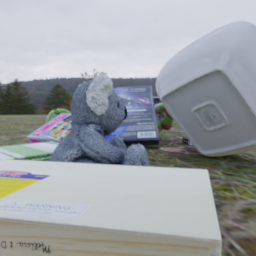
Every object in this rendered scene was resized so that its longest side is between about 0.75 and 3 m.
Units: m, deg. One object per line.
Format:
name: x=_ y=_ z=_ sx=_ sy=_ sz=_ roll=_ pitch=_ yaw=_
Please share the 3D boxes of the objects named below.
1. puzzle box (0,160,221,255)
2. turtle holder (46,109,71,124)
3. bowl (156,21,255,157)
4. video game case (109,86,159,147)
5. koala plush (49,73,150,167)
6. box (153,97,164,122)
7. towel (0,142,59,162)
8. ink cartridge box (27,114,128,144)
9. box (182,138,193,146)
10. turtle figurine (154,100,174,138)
puzzle box: x=-0.651 y=0.729 z=2.886 sx=2.945 sy=0.374 sz=1.959 roll=1 pitch=5 yaw=14
turtle holder: x=-2.579 y=-0.230 z=11.339 sx=1.439 sy=1.093 sz=1.022 roll=-5 pitch=5 yaw=-22
bowl: x=1.830 y=-0.483 z=5.648 sx=0.968 sy=2.593 sz=2.590 roll=-44 pitch=12 yaw=-35
video game case: x=-0.222 y=-0.461 z=8.788 sx=2.126 sy=0.282 sz=2.977 roll=-3 pitch=37 yaw=2
koala plush: x=-0.539 y=-0.023 z=4.550 sx=1.506 sy=1.638 sz=1.453 roll=-2 pitch=5 yaw=-18
box: x=-0.206 y=-0.517 z=11.596 sx=2.604 sy=1.614 sz=2.560 roll=2 pitch=5 yaw=31
towel: x=-2.313 y=0.623 z=5.276 sx=2.563 sy=0.393 sz=1.912 roll=-6 pitch=5 yaw=-37
ink cartridge box: x=-1.336 y=0.114 z=7.340 sx=2.380 sy=0.499 sz=1.420 roll=5 pitch=32 yaw=34
box: x=2.110 y=0.423 z=8.749 sx=0.644 sy=0.163 sz=0.901 roll=0 pitch=4 yaw=-3
turtle figurine: x=1.940 y=-0.497 z=9.288 sx=2.496 sy=1.796 sz=2.420 roll=-17 pitch=-6 yaw=-29
